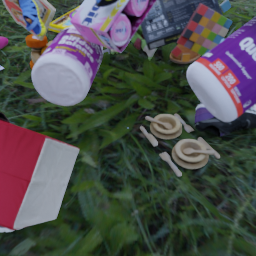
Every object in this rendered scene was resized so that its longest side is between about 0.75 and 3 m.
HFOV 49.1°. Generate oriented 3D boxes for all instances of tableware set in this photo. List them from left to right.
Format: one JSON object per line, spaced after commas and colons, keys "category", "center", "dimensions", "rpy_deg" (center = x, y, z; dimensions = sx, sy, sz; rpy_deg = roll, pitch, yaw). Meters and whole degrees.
{"category": "tableware set", "center": [1.345, 0.245, 7.572], "dimensions": [1.366, 0.414, 2.066], "rpy_deg": [-20, 48, -20]}

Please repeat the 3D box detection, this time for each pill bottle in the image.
{"category": "pill bottle", "center": [-1.362, -1.719, 7.014], "dimensions": [1.306, 1.306, 2.326], "rpy_deg": [6, 43, 6]}
{"category": "pill bottle", "center": [2.141, -1.135, 4.717], "dimensions": [2.125, 1.195, 1.195], "rpy_deg": [-37, 49, 5]}

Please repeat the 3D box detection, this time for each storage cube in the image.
{"category": "storage cube", "center": [-1.800, 0.660, 4.390], "dimensions": [1.390, 1.546, 1.322], "rpy_deg": [16, 81, 13]}

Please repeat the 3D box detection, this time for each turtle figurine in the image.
{"category": "turtle figurine", "center": [-0.147, -3.470, 10.994], "dimensions": [2.552, 2.632, 1.894], "rpy_deg": [28, 16, -4]}

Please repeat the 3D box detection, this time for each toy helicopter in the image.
{"category": "toy helicopter", "center": [-2.067, -2.813, 10.261], "dimensions": [1.957, 1.167, 2.960], "rpy_deg": [30, 45, 30]}

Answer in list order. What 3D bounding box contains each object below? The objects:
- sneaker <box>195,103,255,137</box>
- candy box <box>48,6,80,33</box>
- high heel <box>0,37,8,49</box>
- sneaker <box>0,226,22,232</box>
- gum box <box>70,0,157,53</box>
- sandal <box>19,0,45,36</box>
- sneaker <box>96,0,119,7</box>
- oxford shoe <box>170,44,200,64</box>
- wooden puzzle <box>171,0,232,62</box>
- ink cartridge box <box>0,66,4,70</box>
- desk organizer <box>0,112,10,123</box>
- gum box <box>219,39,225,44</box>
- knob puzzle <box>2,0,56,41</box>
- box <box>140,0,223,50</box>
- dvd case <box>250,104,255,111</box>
{"category": "sneaker", "center": [2.827, -0.073, 7.863], "dimensions": [1.917, 0.726, 0.839], "rpy_deg": [9, 65, 9]}
{"category": "candy box", "center": [-2.364, -5.054, 13.059], "dimensions": [1.343, 0.347, 2.628], "rpy_deg": [22, 49, 18]}
{"category": "high heel", "center": [-5.897, -3.441, 10.870], "dimensions": [2.261, 1.085, 0.761], "rpy_deg": [-20, 48, -20]}
{"category": "sneaker", "center": [-3.138, 1.250, 5.964], "dimensions": [2.865, 1.216, 1.103], "rpy_deg": [16, 47, 16]}
{"category": "gum box", "center": [-0.139, -2.796, 6.089], "dimensions": [1.190, 0.693, 2.096], "rpy_deg": [29, 83, 35]}
{"category": "sandal", "center": [-2.594, -2.970, 7.396], "dimensions": [0.434, 1.092, 0.476], "rpy_deg": [-23, 5, 30]}
{"category": "sneaker", "center": [-0.268, -2.695, 4.978], "dimensions": [0.470, 1.425, 0.559], "rpy_deg": [-22, 91, -26]}
{"category": "oxford shoe", "center": [2.561, -3.444, 10.930], "dimensions": [1.059, 1.058, 2.970], "rpy_deg": [28, 53, 24]}
{"category": "wooden puzzle", "center": [1.885, -2.341, 6.914], "dimensions": [1.029, 1.735, 0.122], "rpy_deg": [17, 32, -23]}
{"category": "ink cartridge box", "center": [-4.914, -2.196, 10.279], "dimensions": [0.766, 0.142, 0.363], "rpy_deg": [25, 49, 27]}
{"category": "desk organizer", "center": [-2.344, 0.065, 5.149], "dimensions": [0.361, 0.337, 0.939], "rpy_deg": [-50, 58, 4]}
{"category": "gum box", "center": [4.054, -3.113, 11.116], "dimensions": [1.038, 0.272, 1.221], "rpy_deg": [8, 45, 8]}
{"category": "knob puzzle", "center": [-3.029, -3.452, 7.969], "dimensions": [1.915, 1.915, 0.266], "rpy_deg": [20, 58, 19]}
{"category": "box", "center": [1.383, -3.486, 8.183], "dimensions": [2.239, 0.571, 1.765], "rpy_deg": [-18, 79, 8]}
{"category": "dvd case", "center": [4.410, -0.542, 8.547], "dimensions": [1.734, 0.191, 1.265], "rpy_deg": [14, 46, 15]}
